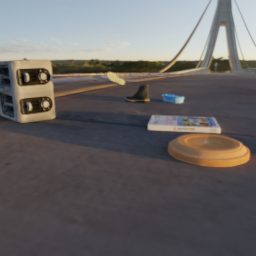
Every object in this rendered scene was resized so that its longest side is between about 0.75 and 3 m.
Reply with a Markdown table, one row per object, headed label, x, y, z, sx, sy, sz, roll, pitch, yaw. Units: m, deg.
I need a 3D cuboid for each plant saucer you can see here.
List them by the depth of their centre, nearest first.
| label | x | y | z | sx | sy | sz | roll | pitch | yaw |
| --- | --- | --- | --- | --- | --- | --- | --- | --- | --- |
| plant saucer | 2.262 | 0.548 | 7.984 | 2.227 | 0.359 | 2.227 | 0 | 15 | 0 |

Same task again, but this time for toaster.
| label | x | y | z | sx | sy | sz | roll | pitch | yaw |
| --- | --- | --- | --- | --- | --- | --- | --- | --- | --- |
| toaster | -4.666 | -1.771 | 12.514 | 1.723 | 2.626 | 2.904 | -13 | 19 | -41 |

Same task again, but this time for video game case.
| label | x | y | z | sx | sy | sz | roll | pitch | yaw |
| --- | --- | --- | --- | --- | --- | --- | --- | --- | --- |
| video game case | 2.164 | -0.169 | 11.087 | 2.610 | 0.235 | 1.869 | 2 | 14 | 10 |

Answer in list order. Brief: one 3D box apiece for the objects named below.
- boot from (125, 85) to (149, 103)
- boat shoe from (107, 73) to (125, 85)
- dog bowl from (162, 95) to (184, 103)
| label | x | y | z | sx | sy | sz | roll | pitch | yaw |
| --- | --- | --- | --- | --- | --- | --- | --- | --- | --- |
| boot | 0.566 | -2.110 | 17.057 | 1.585 | 1.096 | 0.614 | 6 | 15 | 23 |
| boat shoe | -0.484 | -1.883 | 10.641 | 0.774 | 0.276 | 0.242 | 24 | 14 | -26 |
| dog bowl | 2.762 | -1.795 | 17.275 | 0.861 | 0.383 | 1.544 | -10 | 18 | -34 |
